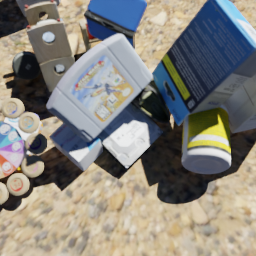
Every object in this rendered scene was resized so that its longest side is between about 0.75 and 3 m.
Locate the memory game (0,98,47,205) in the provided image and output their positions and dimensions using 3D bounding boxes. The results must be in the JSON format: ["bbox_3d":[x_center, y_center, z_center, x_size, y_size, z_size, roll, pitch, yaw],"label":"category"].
[{"bbox_3d":[-3.577,0.578,7.430,2.924,0.186,2.924,0,83,3],"label":"memory game"}]

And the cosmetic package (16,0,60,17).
[{"bbox_3d":[-3.532,-5.321,9.946,1.470,1.783,1.471,-26,68,-11],"label":"cosmetic package"}]

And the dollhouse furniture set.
[{"bbox_3d":[-1.414,-2.712,8.356,2.720,1.906,1.917,-18,43,-9],"label":"dollhouse furniture set"}]

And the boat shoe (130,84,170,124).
[{"bbox_3d":[0.399,-0.941,7.879,2.264,0.744,0.809,42,92,-21],"label":"boat shoe"}]

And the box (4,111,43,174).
[{"bbox_3d":[-3.211,0.349,8.127,1.047,0.365,1.759,14,64,-1],"label":"box"}]

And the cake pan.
[{"bbox_3d":[-3.210,-1.967,8.928,0.923,0.923,0.169,-24,32,-10],"label":"cake pan"}]

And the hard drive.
[{"bbox_3d":[-0.308,-0.118,8.145,1.568,0.425,2.244,-42,83,-16],"label":"hard drive"}]

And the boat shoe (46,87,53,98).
[{"bbox_3d":[-1.305,-1.322,8.702,2.409,0.725,0.859,-17,72,-7],"label":"boat shoe"}]

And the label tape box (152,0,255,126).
[{"bbox_3d":[1.985,-1.621,7.314,0.913,2.763,1.980,0,54,-35],"label":"label tape box"}]

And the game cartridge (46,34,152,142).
[{"bbox_3d":[-0.694,-0.985,6.898,2.496,1.662,0.518,-46,42,-2],"label":"game cartridge"}]

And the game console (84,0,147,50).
[{"bbox_3d":[-0.346,-3.135,8.128,1.617,1.380,0.957,30,76,12],"label":"game console"}]

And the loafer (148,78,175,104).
[{"bbox_3d":[0.776,-1.227,8.657,1.845,0.694,0.643,18,65,6],"label":"loafer"}]

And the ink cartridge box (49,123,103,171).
[{"bbox_3d":[-1.430,0.448,7.846,1.147,0.838,0.842,38,71,18],"label":"ink cartridge box"}]

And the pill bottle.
[{"bbox_3d":[2.154,0.023,7.781,1.255,1.255,2.255,7,60,3],"label":"pill bottle"}]

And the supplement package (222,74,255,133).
[{"bbox_3d":[3.652,-1.036,7.598,1.304,2.381,1.354,-11,67,-14],"label":"supplement package"}]
